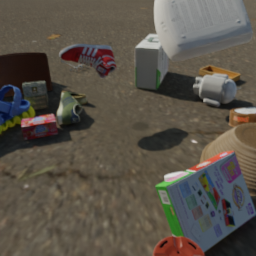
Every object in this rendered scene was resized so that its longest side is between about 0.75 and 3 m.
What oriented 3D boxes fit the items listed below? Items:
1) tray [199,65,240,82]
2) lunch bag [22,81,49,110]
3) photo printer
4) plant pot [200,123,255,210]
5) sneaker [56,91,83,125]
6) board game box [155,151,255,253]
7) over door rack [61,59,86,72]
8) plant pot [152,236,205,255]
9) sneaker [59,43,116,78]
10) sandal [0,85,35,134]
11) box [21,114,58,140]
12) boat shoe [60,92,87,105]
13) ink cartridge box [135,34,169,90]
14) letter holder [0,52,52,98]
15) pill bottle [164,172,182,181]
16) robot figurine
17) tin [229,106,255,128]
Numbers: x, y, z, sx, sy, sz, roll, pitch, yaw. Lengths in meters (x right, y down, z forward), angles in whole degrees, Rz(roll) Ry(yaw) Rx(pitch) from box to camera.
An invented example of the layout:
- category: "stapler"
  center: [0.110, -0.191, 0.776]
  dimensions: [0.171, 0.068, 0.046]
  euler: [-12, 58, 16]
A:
- category: "tray"
  center: [4.114, -2.413, 12.666]
  dimensions: [0.797, 0.299, 1.615]
  euler: [-27, 40, -35]
- category: "lunch bag"
  center: [-3.314, -1.180, 10.045]
  dimensions: [0.799, 0.974, 0.573]
  euler: [-9, 33, -16]
- category: "photo printer"
  center: [2.374, -3.633, 9.464]
  dimensions: [2.892, 2.406, 1.004]
  euler: [-15, -10, 4]
- category: "plant pot"
  center: [3.128, 0.691, 6.881]
  dimensions: [2.556, 1.180, 2.556]
  euler: [-1, 33, 1]
- category: "sneaker"
  center: [-1.957, -0.696, 9.672]
  dimensions: [0.789, 0.589, 1.757]
  euler: [-1, 38, -3]
- category: "board game box"
  center: [1.587, 1.443, 5.507]
  dimensions: [1.873, 1.433, 0.378]
  euler: [-19, 0, -28]
- category: "over door rack"
  center: [-2.647, -3.125, 13.663]
  dimensions: [1.037, 0.345, 0.766]
  euler: [35, 42, 12]
- category: "plant pot"
  center: [0.747, 2.336, 4.375]
  dimensions: [1.061, 1.032, 1.061]
  euler: [0, 32, 0]
- category: "sneaker"
  center: [-1.153, -2.003, 8.512]
  dimensions: [1.725, 0.615, 0.970]
  euler: [-11, 71, -27]
- category: "sandal"
  center: [-4.186, -0.397, 8.564]
  dimensions: [1.151, 1.260, 2.895]
  euler: [16, 37, 20]
- category: "box"
  center: [-2.746, -0.034, 8.666]
  dimensions: [1.021, 0.487, 0.509]
  euler: [-11, 34, -17]
- category: "boat shoe"
  center: [-2.083, -1.198, 10.635]
  dimensions: [1.195, 0.376, 0.436]
  euler: [19, 37, 27]
- category: "ink cartridge box"
  center: [1.081, -2.908, 12.108]
  dimensions: [0.995, 1.728, 2.368]
  euler: [8, 32, 16]
- category: "letter holder"
  center: [-4.381, -2.290, 11.168]
  dimensions: [2.338, 1.662, 1.176]
  euler: [-12, 34, -17]
- category: "pill bottle"
  center: [1.072, 1.436, 5.783]
  dimensions: [0.551, 0.968, 0.551]
  euler: [-12, -3, -1]
- category: "robot figurine"
  center: [3.303, -1.442, 10.495]
  dimensions: [1.636, 0.924, 1.388]
  euler: [16, 74, 24]
- category: "tin"
  center: [4.331, -0.355, 8.522]
  dimensions: [2.736, 0.573, 1.532]
  euler: [-7, 15, -27]
